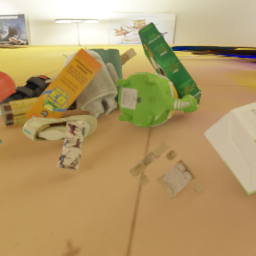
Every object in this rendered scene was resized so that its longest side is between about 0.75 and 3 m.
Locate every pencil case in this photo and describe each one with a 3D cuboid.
[{"bbox_3d":[-1.157,0.361,5.722,0.446,0.997,0.388,8,-18,-1],"label":"pencil case"}]

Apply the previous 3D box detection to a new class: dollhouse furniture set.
[{"bbox_3d":[0.735,0.834,4.780,0.924,0.529,1.083,-35,79,-29],"label":"dollhouse furniture set"}]

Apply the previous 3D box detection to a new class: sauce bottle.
[{"bbox_3d":[-2.706,-0.584,8.683,2.240,0.725,0.725,-12,23,-31],"label":"sauce bottle"}]

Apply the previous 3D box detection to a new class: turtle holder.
[{"bbox_3d":[0.784,-0.882,7.987,2.090,1.588,1.484,-25,-11,39],"label":"turtle holder"}]

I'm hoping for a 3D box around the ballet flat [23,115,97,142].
[{"bbox_3d":[-1.525,0.090,6.929,2.040,0.688,0.636,-6,26,-39],"label":"ballet flat"}]

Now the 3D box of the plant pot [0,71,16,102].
[{"bbox_3d":[-5.082,-1.459,10.680,1.214,1.214,1.074,1,27,3],"label":"plant pot"}]

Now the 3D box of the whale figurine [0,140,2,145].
[{"bbox_3d":[-3.303,0.294,5.897,1.150,0.597,0.915,2,36,10],"label":"whale figurine"}]

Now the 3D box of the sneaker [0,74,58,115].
[{"bbox_3d":[-3.338,-1.263,9.928,1.114,1.128,2.841,24,29,21],"label":"sneaker"}]

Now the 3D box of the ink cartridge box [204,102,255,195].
[{"bbox_3d":[2.801,0.198,5.563,2.378,0.800,1.392,-15,64,-39],"label":"ink cartridge box"}]

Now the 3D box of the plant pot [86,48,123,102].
[{"bbox_3d":[-0.985,-1.916,10.344,1.921,1.882,1.921,-2,10,0],"label":"plant pot"}]

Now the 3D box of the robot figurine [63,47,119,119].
[{"bbox_3d":[-1.205,-1.470,8.891,1.972,2.325,1.313,-23,-7,-30],"label":"robot figurine"}]

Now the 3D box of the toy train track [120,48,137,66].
[{"bbox_3d":[-0.938,-2.266,11.202,2.845,1.632,0.463,-31,10,18],"label":"toy train track"}]

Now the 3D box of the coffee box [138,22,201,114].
[{"bbox_3d":[1.363,-1.876,9.124,0.609,2.767,1.701,-32,-16,4],"label":"coffee box"}]

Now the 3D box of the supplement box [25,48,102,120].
[{"bbox_3d":[-1.771,-1.033,7.741,0.797,2.395,0.824,39,3,-17],"label":"supplement box"}]
